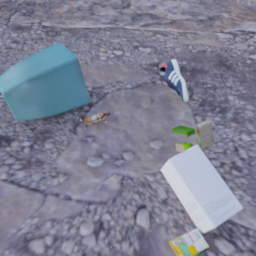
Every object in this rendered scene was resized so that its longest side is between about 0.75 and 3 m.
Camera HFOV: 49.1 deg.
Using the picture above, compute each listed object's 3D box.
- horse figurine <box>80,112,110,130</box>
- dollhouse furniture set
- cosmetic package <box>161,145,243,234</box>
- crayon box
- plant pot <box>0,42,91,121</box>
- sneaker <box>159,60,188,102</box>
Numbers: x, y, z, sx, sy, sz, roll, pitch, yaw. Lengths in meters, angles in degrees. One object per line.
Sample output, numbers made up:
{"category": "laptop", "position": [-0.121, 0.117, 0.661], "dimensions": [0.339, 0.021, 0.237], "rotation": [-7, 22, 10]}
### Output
{"category": "horse figurine", "position": [-1.152, -0.303, 9.914], "dimensions": [1.170, 0.292, 0.775], "rotation": [-20, 27, 4]}
{"category": "dollhouse furniture set", "position": [2.082, 0.277, 8.929], "dimensions": [1.264, 0.828, 0.634], "rotation": [-20, 20, -32]}
{"category": "cosmetic package", "position": [1.828, 1.536, 7.169], "dimensions": [1.033, 0.815, 1.920], "rotation": [-21, 66, -23]}
{"category": "crayon box", "position": [1.426, 2.807, 6.651], "dimensions": [0.814, 0.210, 0.512], "rotation": [-17, 45, -18]}
{"category": "plant pot", "position": [-3.108, -1.500, 10.091], "dimensions": [2.666, 1.884, 1.883], "rotation": [-27, 43, -17]}
{"category": "sneaker", "position": [1.724, -1.731, 10.837], "dimensions": [0.832, 0.738, 1.970], "rotation": [-18, 56, 7]}
